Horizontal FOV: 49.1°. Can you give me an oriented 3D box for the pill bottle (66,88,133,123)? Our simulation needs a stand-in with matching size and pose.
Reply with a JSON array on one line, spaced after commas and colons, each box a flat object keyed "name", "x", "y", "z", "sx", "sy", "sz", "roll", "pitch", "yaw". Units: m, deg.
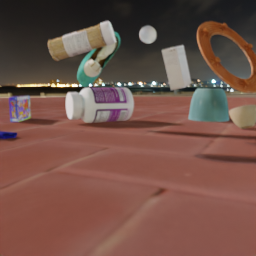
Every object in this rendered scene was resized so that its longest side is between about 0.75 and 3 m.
[{"name": "pill bottle", "x": -1.375, "y": -1.090, "z": 13.353, "sx": 2.958, "sy": 1.660, "sz": 1.660, "roll": -4, "pitch": 9, "yaw": -27}]

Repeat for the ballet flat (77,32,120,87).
[{"name": "ballet flat", "x": -1.229, "y": -2.848, "z": 11.529, "sx": 0.895, "sy": 2.658, "sz": 0.935, "roll": 34, "pitch": 3, "yaw": -20}]

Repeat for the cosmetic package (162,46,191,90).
[{"name": "cosmetic package", "x": 1.813, "y": -2.226, "z": 10.373, "sx": 0.606, "sy": 1.492, "sz": 0.842, "roll": -5, "pitch": 14, "yaw": 32}]

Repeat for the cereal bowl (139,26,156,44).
[{"name": "cereal bowl", "x": 0.900, "y": -4.402, "z": 13.278, "sx": 0.809, "sy": 0.809, "sz": 0.337, "roll": -2, "pitch": 13, "yaw": -15}]

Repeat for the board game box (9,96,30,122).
[{"name": "board game box", "x": -5.486, "y": -0.996, "z": 14.261, "sx": 0.401, "sy": 1.204, "sz": 1.790, "roll": 0, "pitch": 9, "yaw": -1}]

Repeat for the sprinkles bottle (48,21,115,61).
[{"name": "sprinkles bottle", "x": -1.395, "y": -2.601, "z": 8.461, "sx": 1.963, "sy": 0.670, "sz": 0.670, "roll": -15, "pitch": 6, "yaw": 8}]

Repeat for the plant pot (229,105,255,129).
[{"name": "plant pot", "x": 4.701, "y": -0.394, "z": 11.270, "sx": 1.119, "sy": 0.751, "sz": 1.119, "roll": -5, "pitch": -13, "yaw": -1}]

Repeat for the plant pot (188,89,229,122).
[{"name": "plant pot", "x": 4.143, "y": -1.215, "z": 14.374, "sx": 2.011, "sy": 1.614, "sz": 2.011, "roll": 0, "pitch": 9, "yaw": 0}]

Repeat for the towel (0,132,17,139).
[{"name": "towel", "x": -4.232, "y": 0.246, "z": 9.282, "sx": 0.879, "sy": 0.218, "sz": 0.649, "roll": 3, "pitch": 2, "yaw": 23}]

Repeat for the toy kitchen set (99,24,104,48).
[{"name": "toy kitchen set", "x": -1.186, "y": -3.135, "z": 10.136, "sx": 0.933, "sy": 0.686, "sz": 1.165, "roll": -35, "pitch": 17, "yaw": 26}]

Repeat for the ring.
[{"name": "ring", "x": 3.345, "y": -2.336, "z": 8.896, "sx": 2.780, "sy": 2.780, "sz": 0.267, "roll": -5, "pitch": -24, "yaw": -33}]
